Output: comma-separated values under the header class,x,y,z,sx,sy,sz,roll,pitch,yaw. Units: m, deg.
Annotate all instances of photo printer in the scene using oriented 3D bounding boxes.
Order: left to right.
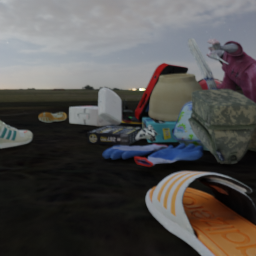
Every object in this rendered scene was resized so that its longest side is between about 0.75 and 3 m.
class,x,y,z,sx,sy,sz,roll,pitch,yaw
photo printer,-0.670,-0.838,10.421,0.430,1.239,1.030,-21,-35,31

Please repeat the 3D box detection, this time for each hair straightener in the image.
class,x,y,z,sx,sy,sz,roll,pitch,yaw
hair straightener,-0.039,-0.816,12.652,0.481,0.904,2.348,5,9,-1

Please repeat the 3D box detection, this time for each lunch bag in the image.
class,x,y,z,sx,sy,sz,roll,pitch,yaw
lunch bag,2.410,-0.097,8.451,1.889,1.519,0.779,4,-25,44
lunch bag,2.201,-0.081,6.753,1.188,1.430,1.704,-5,20,-6
lunch bag,4.501,-0.619,9.022,2.861,2.399,1.993,-3,8,-24

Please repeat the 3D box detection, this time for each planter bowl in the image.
class,x,y,z,sx,sy,sz,roll,pitch,yaw
planter bowl,1.896,-1.276,10.797,2.270,1.528,2.270,-3,16,1

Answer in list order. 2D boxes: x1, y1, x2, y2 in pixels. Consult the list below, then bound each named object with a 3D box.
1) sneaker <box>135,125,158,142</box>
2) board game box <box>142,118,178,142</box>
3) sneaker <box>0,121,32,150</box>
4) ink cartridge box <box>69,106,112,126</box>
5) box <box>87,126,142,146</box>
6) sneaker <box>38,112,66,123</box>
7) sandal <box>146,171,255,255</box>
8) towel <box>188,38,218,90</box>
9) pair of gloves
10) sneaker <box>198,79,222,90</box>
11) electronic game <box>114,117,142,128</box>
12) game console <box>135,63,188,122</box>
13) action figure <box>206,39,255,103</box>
class,x,y,z,sx,sy,sz,roll,pitch,yaw
sneaker,0.630,0.279,8.887,0.514,0.315,0.790,44,46,16
board game box,2.110,0.014,10.798,2.962,0.695,2.236,0,8,-2
sneaker,-3.944,0.098,8.862,0.779,1.035,2.213,4,9,31
ink cartridge box,-1.865,-0.667,15.085,2.179,0.902,1.596,6,10,38
box,-0.417,0.243,10.062,1.470,0.448,1.824,1,8,17
sneaker,-4.313,-0.537,16.048,1.539,0.582,0.675,-1,-10,-11
sandal,1.106,0.959,3.282,1.071,0.801,2.796,-3,8,-19
towel,2.782,-1.672,9.810,0.316,1.952,2.658,-24,-37,16
pair of gloves,0.572,0.601,7.173,1.990,0.282,2.475,-6,6,-38
sneaker,4.267,-1.116,12.432,2.977,1.097,1.291,35,28,-14
electronic game,0.658,-0.277,13.291,2.809,0.585,2.809,-1,9,0
game console,1.504,-1.505,12.318,0.422,2.719,2.404,41,27,29
action figure,3.253,-1.550,7.506,2.210,1.988,2.967,-24,56,-11
